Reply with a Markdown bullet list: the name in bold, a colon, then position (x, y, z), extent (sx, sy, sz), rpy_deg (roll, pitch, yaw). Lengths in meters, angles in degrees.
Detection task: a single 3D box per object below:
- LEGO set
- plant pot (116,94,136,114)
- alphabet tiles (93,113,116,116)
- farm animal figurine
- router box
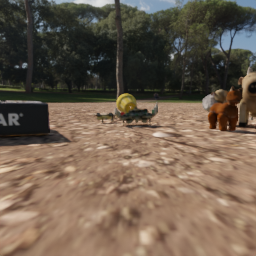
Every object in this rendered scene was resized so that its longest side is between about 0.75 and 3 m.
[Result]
- **LEGO set**: position (0.031, -0.293, 8.382), extent (1.391, 0.607, 2.142), rpy_deg (-1, -7, -32)
- **plant pot**: position (0.001, -1.096, 13.603), extent (0.963, 0.963, 0.906), rpy_deg (-2, 21, -16)
- **alphabet tiles**: position (-1.036, -0.598, 12.579), extent (1.000, 0.073, 0.978), rpy_deg (4, 7, 34)
- **farm animal figurine**: position (3.561, -0.780, 7.228), extent (2.998, 1.563, 2.965), rpy_deg (1, 6, 10)
- **router box**: position (-3.269, -0.237, 6.151), extent (2.756, 0.704, 2.055), rpy_deg (-3, 7, -23)
